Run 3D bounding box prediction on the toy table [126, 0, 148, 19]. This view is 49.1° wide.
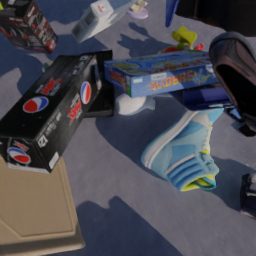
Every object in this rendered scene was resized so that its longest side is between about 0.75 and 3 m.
[{"bbox_3d":[0.361,-5.100,11.703,1.064,0.623,0.978,21,58,15],"label":"toy table"}]

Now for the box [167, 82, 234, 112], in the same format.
[{"bbox_3d":[2.085,-1.194,8.111,1.783,0.477,2.943,-7,24,-9],"label":"box"}]

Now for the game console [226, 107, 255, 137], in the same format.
[{"bbox_3d":[3.542,-0.239,8.660,0.697,0.142,1.182,-33,61,-20],"label":"game console"}]

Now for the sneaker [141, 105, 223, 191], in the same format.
[{"bbox_3d":[1.985,0.543,7.551,2.900,1.153,1.893,-40,62,-14],"label":"sneaker"}]

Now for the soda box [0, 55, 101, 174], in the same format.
[{"bbox_3d":[-1.599,-0.477,6.155,1.059,0.948,2.992,5,43,17],"label":"soda box"}]

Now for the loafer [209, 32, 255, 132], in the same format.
[{"bbox_3d":[2.355,-0.518,5.321,2.705,0.972,0.852,45,47,-21],"label":"loafer"}]

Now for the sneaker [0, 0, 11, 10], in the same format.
[{"bbox_3d":[-2.992,-2.983,6.201,0.665,0.656,1.739,5,32,21],"label":"sneaker"}]

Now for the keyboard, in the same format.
[{"bbox_3d":[-0.862,-1.557,9.454,1.726,0.369,2.875,-6,56,4],"label":"keyboard"}]

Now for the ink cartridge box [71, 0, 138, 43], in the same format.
[{"bbox_3d":[-0.600,-3.469,8.383,2.023,1.641,0.507,-44,104,-28],"label":"ink cartridge box"}]

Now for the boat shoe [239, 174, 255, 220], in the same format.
[{"bbox_3d":[3.822,1.978,6.843,2.230,0.833,1.034,17,69,16],"label":"boat shoe"}]

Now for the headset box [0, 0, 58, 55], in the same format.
[{"bbox_3d":[-2.972,-2.881,8.134,1.315,1.769,0.664,14,73,15],"label":"headset box"}]

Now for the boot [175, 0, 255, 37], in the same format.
[{"bbox_3d":[2.783,-2.838,7.017,2.547,0.926,2.705,20,27,36],"label":"boot"}]

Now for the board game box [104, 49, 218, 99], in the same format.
[{"bbox_3d":[0.976,-1.409,6.822,2.716,0.468,1.839,-13,27,-19],"label":"board game box"}]

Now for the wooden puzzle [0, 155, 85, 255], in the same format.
[{"bbox_3d":[-2.426,1.622,6.425,2.566,0.517,2.774,14,39,-45],"label":"wooden puzzle"}]

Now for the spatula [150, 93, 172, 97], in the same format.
[{"bbox_3d":[1.135,-1.488,9.537,2.081,0.167,1.447,2,55,-3],"label":"spatula"}]

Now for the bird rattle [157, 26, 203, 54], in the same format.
[{"bbox_3d":[1.766,-2.457,9.652,1.663,1.149,2.039,-16,42,17],"label":"bird rattle"}]

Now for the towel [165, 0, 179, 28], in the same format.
[{"bbox_3d":[1.056,-3.201,6.491,0.172,1.044,1.442,7,65,-3],"label":"towel"}]

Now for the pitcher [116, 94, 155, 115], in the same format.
[{"bbox_3d":[0.170,-0.877,8.811,1.128,0.684,0.968,-11,52,-16],"label":"pitcher"}]

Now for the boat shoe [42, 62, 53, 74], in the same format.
[{"bbox_3d":[-2.133,-0.932,8.771,0.930,0.786,2.609,-3,52,-31],"label":"boat shoe"}]
